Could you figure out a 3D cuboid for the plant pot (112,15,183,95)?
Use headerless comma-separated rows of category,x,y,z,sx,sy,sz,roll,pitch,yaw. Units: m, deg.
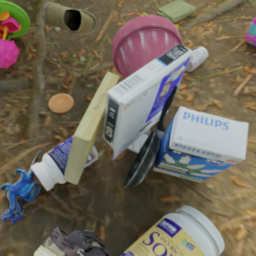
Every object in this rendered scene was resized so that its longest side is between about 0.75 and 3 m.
plant pot,0.686,-1.950,8.819,2.328,2.328,2.084,-4,52,-3

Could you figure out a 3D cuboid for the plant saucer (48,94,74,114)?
plant saucer,-2.317,-0.866,9.671,0.856,0.138,0.856,0,54,-1

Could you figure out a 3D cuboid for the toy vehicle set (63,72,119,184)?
toy vehicle set,-0.875,-0.073,6.957,0.342,1.603,2.581,21,42,-3

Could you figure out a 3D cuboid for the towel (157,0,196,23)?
towel,2.211,-5.348,12.845,1.585,0.289,1.176,-34,60,-21

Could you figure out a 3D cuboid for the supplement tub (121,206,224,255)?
supplement tub,0.919,2.855,6.098,2.075,1.509,1.509,-35,61,-22

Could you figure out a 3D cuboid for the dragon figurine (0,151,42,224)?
dragon figurine,-2.744,1.617,7.585,0.980,0.580,1.971,28,59,19

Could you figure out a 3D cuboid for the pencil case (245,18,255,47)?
pencil case,5.852,-3.283,10.852,1.177,1.177,2.664,-34,60,-22

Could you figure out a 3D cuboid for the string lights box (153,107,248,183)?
string lights box,1.549,0.543,6.758,1.442,2.807,0.828,14,70,2

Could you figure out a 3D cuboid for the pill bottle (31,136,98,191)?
pill bottle,-1.761,0.943,7.832,1.676,0.970,0.970,-35,61,-23

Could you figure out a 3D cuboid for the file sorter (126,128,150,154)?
file sorter,0.084,0.192,8.594,1.015,0.632,0.705,23,57,16

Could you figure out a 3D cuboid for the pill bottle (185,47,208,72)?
pill bottle,2.551,-2.630,10.680,0.576,0.576,1.016,39,62,25

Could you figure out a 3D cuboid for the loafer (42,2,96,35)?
loafer,-1.869,-3.698,9.801,0.836,0.943,2.480,28,24,24

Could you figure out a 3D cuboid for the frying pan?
frying pan,0.637,0.372,7.576,0.461,1.711,2.829,29,78,-1

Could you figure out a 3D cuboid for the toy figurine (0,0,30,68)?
toy figurine,-5.038,-3.255,10.719,2.425,1.821,2.232,-15,62,16

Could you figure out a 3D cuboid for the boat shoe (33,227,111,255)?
boat shoe,-0.964,2.601,5.829,2.873,1.033,0.931,-14,48,46

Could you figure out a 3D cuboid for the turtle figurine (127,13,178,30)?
turtle figurine,0.924,-3.648,11.265,2.126,0.849,2.636,6,51,-4

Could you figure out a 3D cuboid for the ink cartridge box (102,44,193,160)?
ink cartridge box,0.400,-0.600,7.188,0.545,2.511,2.488,40,60,18
